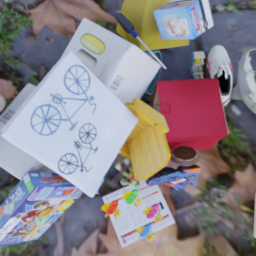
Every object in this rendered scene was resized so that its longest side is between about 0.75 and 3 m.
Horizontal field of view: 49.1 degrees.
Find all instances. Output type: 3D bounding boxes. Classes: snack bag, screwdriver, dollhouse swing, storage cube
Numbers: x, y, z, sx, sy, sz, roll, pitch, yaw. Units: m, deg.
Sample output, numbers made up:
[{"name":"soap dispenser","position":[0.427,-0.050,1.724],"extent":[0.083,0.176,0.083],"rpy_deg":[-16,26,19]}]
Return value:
[{"name":"snack bag","position":[-1.117,-0.069,6.627],"extent":[2.665,0.285,2.513],"rpy_deg":[43,66,-28]},{"name":"screwdriver","position":[0.356,-2.442,7.839],"extent":[0.299,0.312,2.144],"rpy_deg":[-39,75,-3]},{"name":"dollhouse swing","position":[0.170,0.398,7.505],"extent":[1.437,1.581,1.390],"rpy_deg":[32,38,-23]},{"name":"storage cube","position":[1.789,-0.350,8.765],"extent":[1.856,1.765,2.065],"rpy_deg":[-3,71,-2]}]

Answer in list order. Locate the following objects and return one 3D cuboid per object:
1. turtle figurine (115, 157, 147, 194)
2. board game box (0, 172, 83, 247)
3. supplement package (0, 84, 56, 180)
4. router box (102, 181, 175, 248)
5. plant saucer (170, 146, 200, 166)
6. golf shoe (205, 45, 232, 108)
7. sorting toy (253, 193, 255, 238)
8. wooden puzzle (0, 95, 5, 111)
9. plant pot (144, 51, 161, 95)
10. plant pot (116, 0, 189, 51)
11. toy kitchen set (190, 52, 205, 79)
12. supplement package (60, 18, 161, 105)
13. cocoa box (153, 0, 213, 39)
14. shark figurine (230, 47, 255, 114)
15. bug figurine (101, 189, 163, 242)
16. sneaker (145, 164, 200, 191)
[{"name":"turtle figurine","position":[0.083,1.299,7.835],"extent":[0.675,0.937,0.909],"rpy_deg":[-40,78,14]},{"name":"board game box","position":[-2.482,2.163,7.322],"extent":[2.603,1.762,0.448],"rpy_deg":[-46,58,19]},{"name":"supplement package","position":[-2.501,0.474,8.049],"extent":[1.705,2.318,2.217],"rpy_deg":[28,69,17]},{"name":"router box","position":[0.302,2.499,8.504],"extent":[1.728,0.422,1.551],"rpy_deg":[-22,73,-7]},{"name":"plant saucer","position":[1.596,0.755,7.965],"extent":[0.870,0.150,0.870],"rpy_deg":[-4,32,3]},{"name":"golf shoe","position":[3.232,-1.897,9.647],"extent":[0.881,1.117,2.426],"rpy_deg":[2,70,1]},{"name":"sorting toy","position":[4.535,3.044,8.386],"extent":[1.506,0.300,2.037],"rpy_deg":[10,71,3]},{"name":"wooden puzzle","position":[-4.323,0.327,6.978],"extent":[2.427,0.488,2.623],"rpy_deg":[-4,45,45]},{"name":"plant pot","position":[0.446,-1.954,9.565],"extent":[0.981,1.464,1.464],"rpy_deg":[16,71,19]},{"name":"plant pot","position":[0.887,-3.873,9.420],"extent":[1.964,1.732,1.964],"rpy_deg":[-13,42,-21]},{"name":"toy kitchen set","position":[2.282,-1.797,9.598],"extent":[0.734,0.999,1.247],"rpy_deg":[-7,63,4]},{"name":"supplement package","position":[-0.717,-1.673,8.428],"extent":[2.233,1.642,2.135],"rpy_deg":[38,101,33]},{"name":"cocoa box","position":[1.537,-3.091,7.941],"extent":[0.876,0.891,1.336],"rpy_deg":[-37,32,-22]},{"name":"shark figurine","position":[3.925,-1.596,9.647],"extent":[1.724,1.204,2.885],"rpy_deg":[0,76,-36]},{"name":"bug figurine","position":[0.157,2.069,6.811],"extent":[1.485,0.382,1.151],"rpy_deg":[37,114,-3]},{"name":"sneaker","position":[1.294,1.461,7.851],"extent":[1.699,0.640,0.666],"rpy_deg":[-4,98,-17]}]
